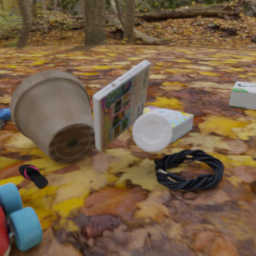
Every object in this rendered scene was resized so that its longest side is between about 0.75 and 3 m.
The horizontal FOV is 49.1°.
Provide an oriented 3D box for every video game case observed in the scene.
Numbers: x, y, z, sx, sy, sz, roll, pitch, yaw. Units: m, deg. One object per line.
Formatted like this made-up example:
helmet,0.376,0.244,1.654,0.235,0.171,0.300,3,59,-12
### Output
video game case,-0.197,-0.630,8.713,0.286,2.414,2.197,36,57,23

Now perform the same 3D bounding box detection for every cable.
cable,1.968,1.285,8.729,2.262,0.575,1.846,-2,22,-7

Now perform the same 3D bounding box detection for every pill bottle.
pill bottle,0.768,0.221,8.710,1.148,1.148,2.009,3,-6,6

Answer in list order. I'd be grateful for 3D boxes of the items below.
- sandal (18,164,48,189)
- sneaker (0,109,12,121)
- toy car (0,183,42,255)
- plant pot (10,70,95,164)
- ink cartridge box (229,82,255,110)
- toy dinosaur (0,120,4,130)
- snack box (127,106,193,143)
sandal,-2.558,1.236,7.518,1.122,0.253,0.421,26,56,33
sneaker,-6.105,-0.423,13.027,1.828,0.603,0.717,-13,37,-28
toy car,-3.411,1.367,5.617,2.533,2.748,2.431,-16,27,-35
plant pot,-2.405,-0.191,9.924,2.941,2.941,2.552,-12,41,-27
ink cartridge box,6.839,-1.874,15.956,1.720,0.975,2.347,10,24,23
toy dinosaur,-5.801,-0.172,12.658,0.438,0.330,0.857,-22,27,-30
snack box,1.383,-0.230,12.199,2.281,0.772,1.924,17,27,32
